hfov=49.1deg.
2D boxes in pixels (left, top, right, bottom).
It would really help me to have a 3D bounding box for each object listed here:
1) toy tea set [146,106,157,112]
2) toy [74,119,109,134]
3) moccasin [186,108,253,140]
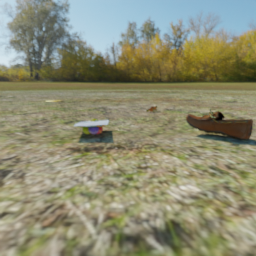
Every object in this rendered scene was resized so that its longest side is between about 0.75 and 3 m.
[{"bbox_3d":[1.424,-1.007,15.709,0.509,0.317,0.857,-30,-9,40],"label":"toy tea set"},{"bbox_3d":[-1.167,-0.015,9.343,1.020,0.418,1.772,-3,9,-2],"label":"toy"},{"bbox_3d":[2.828,-0.213,8.868,2.107,0.813,0.771,15,16,43],"label":"moccasin"}]
